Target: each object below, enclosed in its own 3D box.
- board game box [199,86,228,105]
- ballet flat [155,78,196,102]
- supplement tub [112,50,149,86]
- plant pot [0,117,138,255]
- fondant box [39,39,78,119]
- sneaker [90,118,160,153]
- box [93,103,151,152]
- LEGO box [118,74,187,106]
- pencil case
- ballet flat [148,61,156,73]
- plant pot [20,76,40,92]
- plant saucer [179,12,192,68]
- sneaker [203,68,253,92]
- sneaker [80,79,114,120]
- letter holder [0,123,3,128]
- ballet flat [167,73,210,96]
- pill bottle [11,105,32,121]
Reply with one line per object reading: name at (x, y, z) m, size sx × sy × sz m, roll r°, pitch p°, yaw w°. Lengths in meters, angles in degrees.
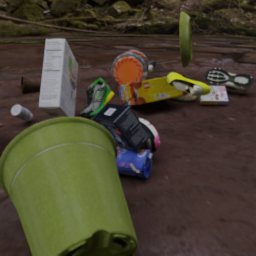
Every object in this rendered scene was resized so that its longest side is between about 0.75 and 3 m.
board game box at (3.596, -1.388, 11.895) m, size 1.125 × 0.227 × 0.861 m, roll 1°, pitch 55°, yaw 2°
ballet flat at (1.997, -1.805, 12.838) m, size 2.404 × 0.785 × 0.848 m, roll 18°, pitch 39°, yaw 37°
supplement tub at (0.138, -2.972, 14.157) m, size 1.741 × 1.741 × 2.843 m, roll 2°, pitch 19°, yaw 5°
plant pot at (-0.823, 1.270, 4.422) m, size 2.160 × 2.160 × 2.051 m, roll -10°, pitch 37°, yaw -22°
fondant box at (-2.252, -1.485, 9.326) m, size 0.678 × 2.328 × 1.680 m, roll 1°, pitch -16°, yaw 4°
sneaker at (-0.312, 0.230, 7.892) m, size 1.171 × 0.987 × 2.677 m, roll -25°, pitch 31°, yaw -36°
box at (-0.158, -0.025, 6.577) m, size 0.544 × 0.951 × 1.044 m, roll -47°, pitch 29°, yaw -18°
LEGO box at (0.985, -1.534, 11.430) m, size 2.257 × 0.871 × 1.681 m, roll -14°, pitch 8°, yaw -25°
pencil case at (-0.314, 0.797, 6.783) m, size 1.837 × 0.717 × 0.798 m, roll 5°, pitch 20°, yaw 14°
ballet flat at (1.034, -3.295, 16.239) m, size 1.543 × 0.564 × 0.564 m, roll -32°, pitch 27°, yaw -1°
plant pot at (-4.772, -2.086, 13.753) m, size 0.841 × 0.786 × 0.786 m, roll 5°, pitch 18°, yaw -31°
plant saucer at (2.281, -3.408, 10.898) m, size 0.329 × 2.119 × 2.119 m, roll 0°, pitch 22°, yaw 17°
sneaker at (4.764, -2.143, 13.547) m, size 2.355 × 1.044 × 0.906 m, roll 21°, pitch 74°, yaw 25°
sneaker at (-1.299, -1.028, 10.344) m, size 0.874 × 0.954 × 2.240 m, roll -23°, pitch 27°, yaw 28°
letter holder at (-4.519, 0.175, 7.653) m, size 2.119 × 1.066 × 1.506 m, roll 21°, pitch 20°, yaw 39°
ballet flat at (1.880, -1.253, 8.705) m, size 1.487 × 0.497 × 0.498 m, roll 21°, pitch 39°, yaw -9°
pill bottle at (-3.674, -0.496, 9.744) m, size 0.409 × 0.409 × 0.752 m, roll 8°, pitch -14°, yaw 18°
